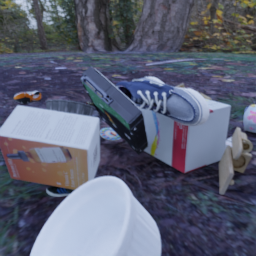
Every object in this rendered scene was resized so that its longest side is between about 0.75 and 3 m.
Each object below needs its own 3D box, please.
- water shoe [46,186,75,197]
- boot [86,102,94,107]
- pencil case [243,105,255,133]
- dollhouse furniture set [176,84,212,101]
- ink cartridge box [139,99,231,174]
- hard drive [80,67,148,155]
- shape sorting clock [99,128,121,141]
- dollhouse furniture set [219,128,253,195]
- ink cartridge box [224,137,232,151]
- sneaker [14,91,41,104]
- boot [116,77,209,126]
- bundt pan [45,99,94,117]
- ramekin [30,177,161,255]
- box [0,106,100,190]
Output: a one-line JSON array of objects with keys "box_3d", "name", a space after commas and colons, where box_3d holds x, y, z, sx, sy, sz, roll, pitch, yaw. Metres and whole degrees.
[{"box_3d": [-1.526, 1.455, 6.871, 0.984, 0.388, 0.352, 2, 20, 6], "name": "water shoe"}, {"box_3d": [-1.693, -1.197, 14.325, 0.706, 0.337, 0.934, -12, 17, -25], "name": "boot"}, {"box_3d": [5.576, -0.150, 10.325, 2.475, 1.029, 1.123, 20, 54, 42], "name": "pencil case"}, {"box_3d": [1.839, -0.311, 11.117, 2.418, 1.520, 2.734, -26, 23, 0], "name": "dollhouse furniture set"}, {"box_3d": [1.579, -0.027, 8.902, 1.804, 1.796, 2.483, -14, 24, -33], "name": "ink cartridge box"}, {"box_3d": [-0.287, -0.362, 7.879, 0.513, 2.709, 1.893, -44, 69, -9], "name": "hard drive"}, {"box_3d": [-0.602, 0.207, 9.755, 0.789, 0.155, 0.789, 12, 27, -6], "name": "shape sorting clock"}, {"box_3d": [3.454, 0.895, 6.995, 1.788, 1.700, 1.456, 19, 28, 9], "name": "dollhouse furniture set"}, {"box_3d": [3.507, 0.624, 9.212, 0.863, 0.363, 0.624, -18, 26, -40], "name": "ink cartridge box"}, {"box_3d": [-5.634, -1.661, 15.373, 0.761, 0.627, 1.655, 3, 11, 30], "name": "sneaker"}, {"box_3d": [0.743, -0.645, 7.183, 1.174, 0.946, 2.600, -12, 27, -30], "name": "boot"}, {"box_3d": [-2.308, -0.567, 11.059, 1.927, 0.723, 1.927, 5, -6, 1], "name": "bundt pan"}, {"box_3d": [-0.454, 1.757, 4.056, 1.926, 0.939, 1.926, -34, 27, 20], "name": "ramekin"}, {"box_3d": [-1.713, 0.493, 6.454, 1.956, 1.489, 1.040, 8, 43, 5], "name": "box"}]
